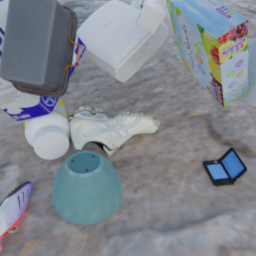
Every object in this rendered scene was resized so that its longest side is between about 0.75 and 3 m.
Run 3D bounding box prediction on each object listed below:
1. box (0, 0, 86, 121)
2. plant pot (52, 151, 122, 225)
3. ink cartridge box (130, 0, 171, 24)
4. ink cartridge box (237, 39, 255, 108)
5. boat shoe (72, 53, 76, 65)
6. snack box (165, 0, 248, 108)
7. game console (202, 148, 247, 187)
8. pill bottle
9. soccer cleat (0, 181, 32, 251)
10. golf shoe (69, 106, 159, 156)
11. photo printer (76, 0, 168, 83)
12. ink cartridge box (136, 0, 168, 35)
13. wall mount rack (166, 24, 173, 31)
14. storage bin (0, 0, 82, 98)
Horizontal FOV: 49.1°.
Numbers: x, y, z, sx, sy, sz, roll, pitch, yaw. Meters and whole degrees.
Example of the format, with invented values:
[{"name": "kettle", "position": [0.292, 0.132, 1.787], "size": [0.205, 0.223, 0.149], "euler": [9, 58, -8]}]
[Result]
[{"name": "box", "position": [-2.934, -2.155, 7.371], "size": [1.541, 2.937, 2.701], "euler": [-7, 50, 35]}, {"name": "plant pot", "position": [-1.008, 1.245, 6.778], "size": [1.742, 1.173, 1.742], "euler": [1, 37, 0]}, {"name": "ink cartridge box", "position": [0.841, -4.173, 10.026], "size": [1.354, 0.994, 0.561], "euler": [0, 57, 36]}, {"name": "ink cartridge box", "position": [3.365, -1.322, 6.836], "size": [0.582, 1.655, 2.774], "euler": [2, 16, -2]}, {"name": "boat shoe", "position": [-1.875, -2.093, 6.305], "size": [0.639, 1.776, 0.608], "euler": [-15, 21, 29]}, {"name": "snack box", "position": [1.947, -1.945, 6.799], "size": [0.806, 2.383, 2.010], "euler": [-32, 54, 0]}, {"name": "game console", "position": [2.578, 1.038, 7.578], "size": [0.821, 0.543, 0.933], "euler": [-5, 36, -7]}, {"name": "pill bottle", "position": [-2.473, -0.128, 8.503], "size": [1.298, 1.298, 2.318], "euler": [-12, 39, -16]}, {"name": "soccer cleat", "position": [-2.668, 1.970, 6.396], "size": [0.681, 0.634, 1.860], "euler": [36, 31, -3]}, {"name": "golf shoe", "position": [-0.376, 0.187, 8.575], "size": [2.866, 1.122, 1.394], "euler": [3, 78, -20]}, {"name": "photo printer", "position": [-0.434, -3.016, 9.287], "size": [2.316, 0.967, 2.783], "euler": [-46, 57, -6]}, {"name": "ink cartridge box", "position": [0.691, -2.978, 7.141], "size": [0.589, 0.605, 0.941], "euler": [28, 51, -5]}, {"name": "wall mount rack", "position": [1.498, -4.201, 11.699], "size": [0.758, 0.872, 0.325], "euler": [-35, 53, 5]}, {"name": "storage bin", "position": [-1.695, -1.595, 5.492], "size": [1.449, 1.991, 1.337], "euler": [10, 6, -5]}]
